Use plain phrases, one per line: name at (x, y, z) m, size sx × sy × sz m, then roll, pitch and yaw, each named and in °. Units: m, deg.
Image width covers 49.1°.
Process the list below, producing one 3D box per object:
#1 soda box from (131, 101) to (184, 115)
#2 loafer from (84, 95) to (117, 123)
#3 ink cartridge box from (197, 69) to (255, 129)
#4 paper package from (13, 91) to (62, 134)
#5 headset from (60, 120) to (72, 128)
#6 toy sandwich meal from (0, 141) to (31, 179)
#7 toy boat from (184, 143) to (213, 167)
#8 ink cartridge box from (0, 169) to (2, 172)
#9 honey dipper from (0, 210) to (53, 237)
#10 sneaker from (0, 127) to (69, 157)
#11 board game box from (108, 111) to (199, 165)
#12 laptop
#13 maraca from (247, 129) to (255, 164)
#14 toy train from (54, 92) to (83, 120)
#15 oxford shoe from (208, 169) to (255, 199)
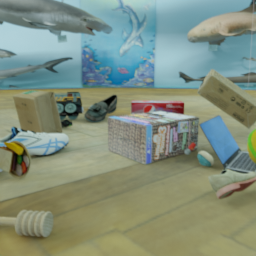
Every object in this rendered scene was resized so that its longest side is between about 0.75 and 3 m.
soda box at (1.602, -1.022, 15.579) m, size 2.900 × 0.920 × 1.015 m, roll 0°, pitch 11°, yaw 1°
loafer at (-1.401, -1.144, 15.076) m, size 1.043 × 0.913 × 2.904 m, roll 28°, pitch 27°, yaw 11°
ink cartridge box at (4.082, -1.236, 11.288) m, size 2.440 × 0.917 × 2.011 m, roll 36°, pitch 24°, yaw 5°
paper package at (-3.623, -0.580, 11.229) m, size 1.817 × 1.732 × 0.940 m, roll 10°, pitch 24°, yaw 44°
headset at (-2.928, -0.097, 12.592) m, size 0.621 × 0.473 × 1.006 m, roll -13°, pitch -11°, yaw 27°
toy sandwich meal at (-2.758, 0.759, 6.664) m, size 1.023 × 1.023 × 0.350 m, roll 6°, pitch 8°, yaw 28°
toy boat at (1.943, 0.778, 7.640) m, size 0.813 × 0.378 × 0.684 m, roll 41°, pitch -2°, yaw 24°
ink cartridge box at (-3.893, 1.054, 6.970) m, size 1.310 × 0.289 × 1.334 m, roll 1°, pitch 15°, yaw 4°
honey dipper at (-2.253, 1.516, 4.552) m, size 2.058 × 0.391 × 0.391 m, roll -1°, pitch 11°, yaw 10°
sneaker at (-2.984, 0.404, 8.521) m, size 2.653 × 0.961 × 0.953 m, roll -9°, pitch 13°, yaw -42°
board game box at (0.806, 0.198, 9.022) m, size 2.324 × 1.126 × 1.853 m, roll -9°, pitch 14°, yaw -37°
laptop at (3.247, 0.427, 7.805) m, size 2.034 × 1.179 × 1.904 m, roll 7°, pitch 14°, yaw 33°
maraca at (3.809, 0.476, 7.218) m, size 1.805 × 1.238 × 0.966 m, roll -16°, pitch -25°, yaw -30°
toy train at (-3.563, -1.197, 14.785) m, size 2.463 × 1.404 × 1.050 m, roll -1°, pitch -27°, yaw 1°
oxford shoe at (2.222, 1.035, 5.786) m, size 1.382 × 0.489 × 0.510 m, roll -4°, pitch 50°, yaw -38°
